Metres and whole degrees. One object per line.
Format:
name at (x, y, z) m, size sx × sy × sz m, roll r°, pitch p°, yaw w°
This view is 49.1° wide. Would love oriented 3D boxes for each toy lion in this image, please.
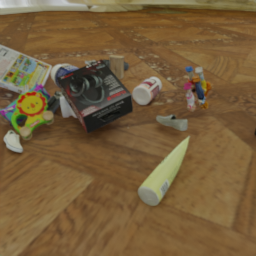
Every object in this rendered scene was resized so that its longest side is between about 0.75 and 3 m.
toy lion at (-2.834, -0.443, 8.100) m, size 1.230 × 0.422 × 1.179 m, roll -40°, pitch 81°, yaw -21°

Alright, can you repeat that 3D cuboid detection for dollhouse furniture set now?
dollhouse furniture set at (-1.176, -2.367, 11.901) m, size 1.122 × 0.958 × 2.164 m, roll 15°, pitch 33°, yaw 24°

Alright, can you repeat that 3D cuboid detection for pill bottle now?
pill bottle at (-2.278, -1.920, 10.980) m, size 1.033 × 1.033 × 1.859 m, roll -22°, pitch 35°, yaw -34°
pill bottle at (0.738, -1.402, 10.385) m, size 0.717 × 0.717 × 1.256 m, roll 14°, pitch 33°, yaw 24°
pill bottle at (-1.450, -0.763, 9.127) m, size 1.421 × 0.822 × 0.822 m, roll -9°, pitch 30°, yaw -9°

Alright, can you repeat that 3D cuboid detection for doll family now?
doll family at (2.351, -1.228, 9.202) m, size 0.822 × 1.132 × 1.824 m, roll -7°, pitch 37°, yaw 22°

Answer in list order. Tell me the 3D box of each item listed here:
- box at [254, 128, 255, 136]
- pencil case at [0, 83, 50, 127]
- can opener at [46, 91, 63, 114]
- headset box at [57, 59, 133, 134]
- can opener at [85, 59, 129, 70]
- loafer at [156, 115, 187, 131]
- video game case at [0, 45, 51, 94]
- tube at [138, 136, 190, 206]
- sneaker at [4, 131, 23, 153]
box at (4.886, 0.374, 7.410) m, size 1.835 × 0.531 × 2.309 m, roll -9°, pitch 30°, yaw -15°
pencil case at (-3.164, -0.720, 8.627) m, size 1.502 × 0.694 × 0.639 m, roll -42°, pitch 73°, yaw -15°
can opener at (-2.530, -0.807, 9.649) m, size 0.411 × 0.516 × 1.543 m, roll 21°, pitch 33°, yaw -5°
headset box at (-0.925, -0.904, 8.157) m, size 1.527 × 0.793 × 2.052 m, roll -26°, pitch 54°, yaw -15°
can opener at (-1.032, -2.854, 13.309) m, size 2.179 × 0.729 × 0.581 m, roll -1°, pitch 25°, yaw -30°
loafer at (1.284, -0.219, 8.208) m, size 1.056 × 0.368 × 0.369 m, roll 20°, pitch 18°, yaw 37°
video game case at (-4.390, -2.256, 11.098) m, size 2.259 × 0.284 × 2.482 m, roll 20°, pitch 35°, yaw -16°
tube at (0.900, 0.939, 6.336) m, size 0.565 × 0.506 × 1.947 m, roll -21°, pitch 15°, yaw 44°
sneaker at (-3.091, 0.348, 7.550) m, size 0.358 × 0.347 × 0.980 m, roll 18°, pitch 9°, yaw -47°
